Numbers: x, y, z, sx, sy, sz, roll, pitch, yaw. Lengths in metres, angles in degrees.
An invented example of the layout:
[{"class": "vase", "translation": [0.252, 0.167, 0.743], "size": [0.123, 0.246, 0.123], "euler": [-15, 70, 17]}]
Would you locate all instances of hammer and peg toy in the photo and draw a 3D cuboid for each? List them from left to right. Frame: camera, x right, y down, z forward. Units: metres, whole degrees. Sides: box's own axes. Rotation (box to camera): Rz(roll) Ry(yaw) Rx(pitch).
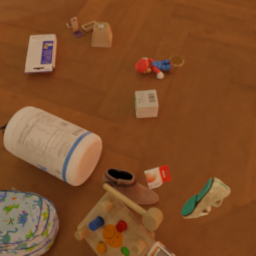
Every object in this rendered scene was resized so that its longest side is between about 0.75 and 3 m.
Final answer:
[{"class": "hammer and peg toy", "translation": [-0.213, 2.633, 7.587], "size": [1.915, 2.603, 0.918], "euler": [45, 27, 17]}]

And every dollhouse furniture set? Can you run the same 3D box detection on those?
[{"class": "dollhouse furniture set", "translation": [-2.416, -5.602, 14.598], "size": [1.392, 0.988, 1.103], "euler": [-29, 61, -18]}]

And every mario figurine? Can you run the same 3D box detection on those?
[{"class": "mario figurine", "translation": [1.151, -2.780, 13.063], "size": [1.701, 0.902, 1.050], "euler": [-2, 20, -14]}]

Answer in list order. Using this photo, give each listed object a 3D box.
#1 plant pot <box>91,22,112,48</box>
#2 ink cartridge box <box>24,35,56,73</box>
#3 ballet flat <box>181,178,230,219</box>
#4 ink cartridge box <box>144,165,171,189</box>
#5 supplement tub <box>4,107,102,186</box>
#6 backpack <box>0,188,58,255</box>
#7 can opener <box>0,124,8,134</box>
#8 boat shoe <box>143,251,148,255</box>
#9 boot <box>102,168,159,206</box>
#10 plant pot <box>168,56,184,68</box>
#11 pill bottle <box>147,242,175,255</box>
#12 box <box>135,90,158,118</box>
[{"class": "plant pot", "translation": [-1.344, -4.727, 14.085], "size": [0.996, 0.882, 0.997], "euler": [2, 57, 1]}, {"class": "ink cartridge box", "translation": [-4.176, -3.494, 13.509], "size": [1.260, 0.494, 2.662], "euler": [-4, 54, -3]}, {"class": "ballet flat", "translation": [2.086, 2.082, 7.663], "size": [0.630, 2.021, 0.682], "euler": [28, 51, 4]}, {"class": "ink cartridge box", "translation": [0.986, 1.616, 9.138], "size": [0.792, 0.642, 0.198], "euler": [-16, 24, 3]}, {"class": "supplement tub", "translation": [-2.579, 0.611, 9.849], "size": [2.904, 1.916, 1.916], "euler": [23, 59, 16]}, {"class": "backpack", "translation": [-3.512, 2.954, 8.499], "size": [2.731, 2.099, 2.228], "euler": [12, 44, -9]}, {"class": "can opener", "translation": [-4.497, -0.188, 11.406], "size": [1.394, 0.548, 0.442], "euler": [-37, 103, -18]}, {"class": "boat shoe", "translation": [0.191, 4.718, 7.861], "size": [0.913, 1.009, 2.831], "euler": [32, 51, -21]}, {"class": "boot", "translation": [0.103, 1.933, 9.299], "size": [1.982, 1.449, 0.696], "euler": [10, 56, 7]}, {"class": "plant pot", "translation": [2.335, -3.246, 13.563], "size": [0.792, 0.109, 0.792], "euler": [0, 56, 0]}, {"class": "pill bottle", "translation": [1.074, 3.780, 7.882], "size": [1.051, 0.612, 0.612], "euler": [35, 63, 24]}, {"class": "box", "translation": [0.749, -0.986, 11.656], "size": [0.889, 0.762, 0.885], "euler": [-5, 57, -1]}]
